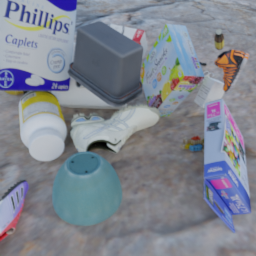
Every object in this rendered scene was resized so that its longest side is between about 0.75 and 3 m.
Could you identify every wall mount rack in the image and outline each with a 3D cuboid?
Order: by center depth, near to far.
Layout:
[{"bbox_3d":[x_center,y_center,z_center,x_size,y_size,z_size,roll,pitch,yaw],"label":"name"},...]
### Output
[{"bbox_3d":[3.040,-1.778,11.024,0.758,0.872,0.325,-29,49,2],"label":"wall mount rack"}]

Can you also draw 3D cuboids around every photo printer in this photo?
[{"bbox_3d":[-1.402,-1.850,10.003,2.783,2.316,0.967,3,7,1],"label":"photo printer"}]

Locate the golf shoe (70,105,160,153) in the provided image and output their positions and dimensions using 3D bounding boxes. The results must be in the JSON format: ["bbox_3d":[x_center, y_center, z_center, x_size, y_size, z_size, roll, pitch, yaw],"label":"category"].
[{"bbox_3d":[-0.283,0.175,8.580,2.866,1.122,1.394,-12,58,-10],"label":"golf shoe"}]

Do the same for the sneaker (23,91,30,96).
[{"bbox_3d":[-3.692,-1.781,10.017,0.499,1.424,0.555,9,37,29],"label":"sneaker"}]

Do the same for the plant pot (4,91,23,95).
[{"bbox_3d":[-4.433,-2.040,11.135,1.289,1.298,1.327,-27,55,-31],"label":"plant pot"}]

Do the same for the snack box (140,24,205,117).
[{"bbox_3d":[1.288,-1.786,9.197,0.806,2.383,2.010,-1,65,-23],"label":"snack box"}]

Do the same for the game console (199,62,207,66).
[{"bbox_3d":[3.358,-3.089,13.409,0.784,0.094,0.462,21,42,27],"label":"game console"}]

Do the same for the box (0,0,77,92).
[{"bbox_3d":[-3.012,-2.576,7.952,1.541,2.937,2.701,13,13,30],"label":"box"}]

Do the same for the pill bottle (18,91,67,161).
[{"bbox_3d":[-2.579,-0.098,8.450,1.298,1.298,2.318,-12,39,-15],"label":"pill bottle"}]

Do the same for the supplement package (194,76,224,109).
[{"bbox_3d":[2.430,-1.006,8.267,0.509,0.839,0.503,13,22,-24],"label":"supplement package"}]

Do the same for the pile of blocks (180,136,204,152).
[{"bbox_3d":[2.157,0.437,8.358,1.200,0.373,0.493,-6,31,-5],"label":"pile of blocks"}]

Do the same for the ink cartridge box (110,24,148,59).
[{"bbox_3d":[-0.036,-3.169,10.279,1.354,0.994,0.561,17,72,15],"label":"ink cartridge box"}]

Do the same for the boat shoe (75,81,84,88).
[{"bbox_3d":[-1.360,-2.039,8.813,0.639,1.776,0.608,35,40,12],"label":"boat shoe"}]

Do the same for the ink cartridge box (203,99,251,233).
[{"bbox_3d":[2.346,0.817,6.643,0.582,1.655,2.774,-16,40,33],"label":"ink cartridge box"}]

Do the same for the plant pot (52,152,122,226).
[{"bbox_3d":[-1.014,1.267,6.760,1.742,1.173,1.742,1,37,0],"label":"plant pot"}]

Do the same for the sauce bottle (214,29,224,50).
[{"bbox_3d":[2.787,-2.707,8.559,0.297,0.917,0.297,-4,76,17],"label":"sauce bottle"}]

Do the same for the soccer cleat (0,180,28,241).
[{"bbox_3d":[-2.726,1.994,6.369,0.681,0.634,1.860,26,39,1],"label":"soccer cleat"}]

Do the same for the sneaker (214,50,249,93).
[{"bbox_3d":[2.506,-1.492,7.155,0.700,1.249,0.484,22,51,11],"label":"sneaker"}]

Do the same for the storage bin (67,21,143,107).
[{"bbox_3d":[-0.454,-1.743,7.142,1.991,1.337,1.449,39,50,23],"label":"storage bin"}]
